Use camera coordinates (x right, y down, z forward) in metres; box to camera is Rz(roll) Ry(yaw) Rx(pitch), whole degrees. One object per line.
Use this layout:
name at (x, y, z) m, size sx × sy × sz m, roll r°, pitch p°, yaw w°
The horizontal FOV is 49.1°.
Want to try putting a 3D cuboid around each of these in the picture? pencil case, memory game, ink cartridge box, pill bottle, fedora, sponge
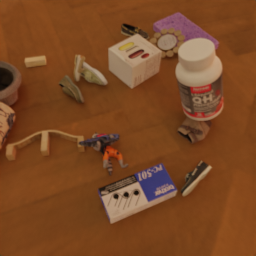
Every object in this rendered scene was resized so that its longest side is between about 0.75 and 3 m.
pencil case at (-4.999, 0.321, 9.869) m, size 1.213 × 1.055 × 2.712 m, roll 15°, pitch 55°, yaw -2°
memory game at (1.838, -4.040, 13.275) m, size 1.734 × 0.110 × 1.734 m, roll -7°, pitch 65°, yaw 15°
ink cartridge box at (0.289, 2.057, 8.951) m, size 2.287 × 0.506 × 1.075 m, roll -19°, pitch 57°, yaw -14°
pill bottle at (2.404, -1.580, 9.412) m, size 1.473 × 2.660 × 1.473 m, roll -11°, pitch 50°, yaw 13°
fedora at (-5.238, -1.583, 11.240) m, size 2.054 × 1.049 × 2.322 m, roll -36°, pitch 55°, yaw -25°
sponge at (2.788, -4.536, 13.766) m, size 1.665 × 0.445 × 2.985 m, roll -30°, pitch 60°, yaw -19°

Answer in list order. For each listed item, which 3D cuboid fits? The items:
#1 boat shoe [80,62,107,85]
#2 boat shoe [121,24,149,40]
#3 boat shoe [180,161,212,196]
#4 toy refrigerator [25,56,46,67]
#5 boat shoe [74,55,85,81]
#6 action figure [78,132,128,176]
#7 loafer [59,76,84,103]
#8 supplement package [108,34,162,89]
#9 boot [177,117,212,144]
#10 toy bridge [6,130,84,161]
boat shoe at (-1.599, -2.232, 12.072) m, size 0.558 × 0.648 × 1.801 m, roll -45°, pitch 55°, yaw -11°
boat shoe at (0.329, -4.793, 13.940) m, size 1.500 × 0.452 × 0.535 m, roll 20°, pitch 57°, yaw 14°
boat shoe at (2.146, 1.650, 9.250) m, size 0.459 × 0.575 × 1.522 m, roll 39°, pitch 51°, yaw 24°
toy refrigerator at (-4.204, -3.008, 12.750) m, size 0.887 × 0.310 × 0.337 m, roll -9°, pitch 48°, yaw -8°
boat shoe at (-2.043, -2.473, 11.744) m, size 0.387 × 1.132 × 0.423 m, roll 8°, pitch 30°, yaw -3°
action figure at (-0.943, 0.802, 9.682) m, size 1.651 × 0.863 × 1.597 m, roll -4°, pitch 45°, yaw -34°
loafer at (-2.352, -1.498, 11.542) m, size 0.567 × 0.613 × 1.629 m, roll -35°, pitch 55°, yaw -10°
supplement package at (0.266, -2.903, 12.094) m, size 1.656 × 1.218 × 1.583 m, roll -35°, pitch 61°, yaw -24°
boot at (2.309, -0.173, 10.569) m, size 1.179 × 0.566 × 1.613 m, roll -36°, pitch 56°, yaw -16°
toy bridge at (-2.993, 0.548, 10.123) m, size 2.794 × 0.380 × 0.939 m, roll -6°, pitch 52°, yaw -4°
